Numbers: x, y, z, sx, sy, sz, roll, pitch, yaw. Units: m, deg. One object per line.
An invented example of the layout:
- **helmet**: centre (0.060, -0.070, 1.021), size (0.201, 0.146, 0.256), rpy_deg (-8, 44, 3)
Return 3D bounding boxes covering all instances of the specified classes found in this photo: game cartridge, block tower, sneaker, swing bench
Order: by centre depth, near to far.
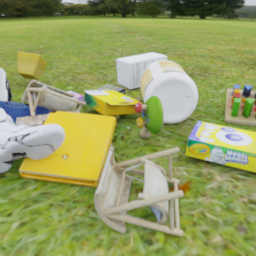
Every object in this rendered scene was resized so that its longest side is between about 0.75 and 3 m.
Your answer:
- **swing bench**: centre (0.321, 1.462, 6.879), size (1.947, 1.263, 1.937), rpy_deg (-1, 27, 9)
- **sneaker**: centre (-3.190, 0.141, 8.110), size (2.935, 1.103, 1.687), rpy_deg (-22, 56, 15)
- **game cartridge**: centre (-1.735, 0.532, 8.685), size (2.311, 0.425, 2.622), rpy_deg (6, 43, 7)
- **block tower**: centre (-3.043, 0.028, 10.080), size (2.953, 0.854, 0.798), rpy_deg (-6, 28, -15)
- **sneaker**: centre (-4.482, -0.535, 10.866), size (2.773, 0.972, 1.080), rpy_deg (5, -3, -21)
- **swing bench**: centre (-2.935, -1.006, 10.933), size (1.805, 1.177, 1.815), rpy_deg (17, 14, -38)
- **sneaker**: centre (-5.664, -1.237, 12.494), size (0.957, 1.465, 2.619), rpy_deg (-4, 62, -6)

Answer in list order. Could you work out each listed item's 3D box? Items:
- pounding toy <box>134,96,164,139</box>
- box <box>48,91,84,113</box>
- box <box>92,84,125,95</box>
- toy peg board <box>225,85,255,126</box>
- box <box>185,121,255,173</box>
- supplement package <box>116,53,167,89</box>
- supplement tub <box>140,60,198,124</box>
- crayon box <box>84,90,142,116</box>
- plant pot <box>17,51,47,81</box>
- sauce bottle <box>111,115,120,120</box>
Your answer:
- **pounding toy**: centre (0.545, -0.370, 9.651), size (0.787, 1.310, 1.697), rpy_deg (-2, -16, -17)
- **box**: centre (-3.172, -1.188, 12.807), size (1.910, 0.373, 1.307), rpy_deg (-20, 27, -31)
- **box**: centre (-1.046, -1.766, 14.129), size (1.191, 0.329, 1.486), rpy_deg (18, 32, 32)
- **toy peg board**: centre (5.126, -1.131, 11.478), size (2.017, 0.987, 2.009), rpy_deg (8, 49, 15)
- **box**: centre (3.473, 0.620, 8.947), size (2.918, 0.706, 1.712), rpy_deg (14, 26, 19)
- **supplement package**: centre (0.767, -3.214, 15.587), size (2.471, 1.449, 1.444), rpy_deg (-17, 29, -25)
- **supplement tub**: centre (1.612, -1.664, 11.954), size (2.110, 2.110, 2.917), rpy_deg (-1, 27, -2)
- **crayon box**: centre (-0.694, -1.040, 11.775), size (1.509, 0.604, 2.377), rpy_deg (-5, 21, -32)
- **plant pot**: centre (-5.265, -3.264, 15.103), size (1.260, 1.112, 1.260), rpy_deg (10, -10, 3)
- **sauce bottle**: centre (-0.575, -0.413, 11.529), size (0.286, 0.286, 0.866), rpy_deg (8, 27, 14)
